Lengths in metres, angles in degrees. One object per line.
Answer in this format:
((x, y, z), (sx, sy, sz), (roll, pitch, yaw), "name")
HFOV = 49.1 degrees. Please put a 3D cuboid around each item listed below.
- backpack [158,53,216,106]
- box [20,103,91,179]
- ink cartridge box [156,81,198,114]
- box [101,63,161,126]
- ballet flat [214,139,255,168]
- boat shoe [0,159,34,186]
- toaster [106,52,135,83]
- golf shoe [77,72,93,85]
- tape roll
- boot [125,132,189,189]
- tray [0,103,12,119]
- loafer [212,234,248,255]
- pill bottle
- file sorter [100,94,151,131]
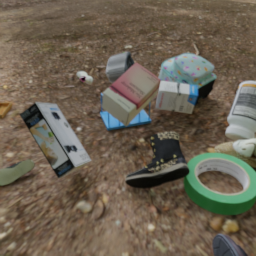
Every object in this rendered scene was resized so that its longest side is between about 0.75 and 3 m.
((2.464, -2.258, 12.186), (1.946, 1.697, 2.214), (-32, 52, -33), "backpack")
((-2.027, 0.318, 8.017), (0.628, 2.087, 1.218), (-34, -7, 12), "box")
((1.885, -1.196, 10.989), (1.457, 1.064, 0.614), (9, 52, 3), "ink cartridge box")
((0.102, -1.161, 9.640), (1.151, 0.981, 1.801), (38, 64, 11), "box")
((4.085, 0.797, 8.516), (2.801, 0.914, 0.988), (17, 39, 24), "ballet flat")
((-3.383, 1.319, 8.242), (1.283, 0.469, 0.402), (-26, 0, -17), "boat shoe")
((-0.357, -2.696, 12.913), (1.066, 0.937, 1.650), (-6, 54, 20), "toaster")
((-2.125, -2.398, 13.161), (1.076, 0.405, 0.492), (33, 20, 34), "golf shoe")
((2.590, 1.501, 7.869), (1.997, 0.480, 1.997), (0, 33, 0), "tape roll")
((0.763, 0.906, 7.968), (1.809, 0.662, 1.362), (-20, 47, 21), "boot")
((-5.187, -0.716, 11.444), (0.501, 0.188, 1.015), (2, 35, 2), "tray")
((2.363, 3.032, 5.558), (0.608, 0.694, 1.930), (7, 36, -24), "loafer")
((4.010, -0.508, 9.404), (1.106, 1.106, 1.900), (18, 80, 25), "pill bottle")
((-0.126, -0.791, 10.767), (1.737, 1.066, 1.205), (-11, 35, -15), "file sorter")
